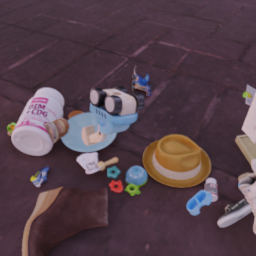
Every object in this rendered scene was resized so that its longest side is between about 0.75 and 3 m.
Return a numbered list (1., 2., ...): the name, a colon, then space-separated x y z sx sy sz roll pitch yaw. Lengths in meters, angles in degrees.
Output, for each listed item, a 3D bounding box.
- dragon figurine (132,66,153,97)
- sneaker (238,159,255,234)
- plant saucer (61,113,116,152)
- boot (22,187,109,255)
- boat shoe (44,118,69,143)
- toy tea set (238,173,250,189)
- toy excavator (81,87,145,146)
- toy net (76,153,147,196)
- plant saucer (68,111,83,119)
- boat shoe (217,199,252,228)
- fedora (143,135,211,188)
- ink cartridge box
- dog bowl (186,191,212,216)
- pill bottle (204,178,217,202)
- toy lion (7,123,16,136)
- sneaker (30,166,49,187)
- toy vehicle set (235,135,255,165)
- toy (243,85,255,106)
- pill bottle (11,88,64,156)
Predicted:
1. dragon figurine: 0.769 -2.463 14.941 1.098 0.650 2.208 1 45 2
2. sneaker: 3.261 1.700 7.027 1.002 2.311 0.866 8 27 18
3. plant saucer: -1.695 0.281 12.228 2.425 0.467 2.425 -1 44 1
4. boot: -1.857 3.075 8.866 2.430 1.057 2.921 -3 40 1
5. boat shoe: -1.791 0.042 7.199 0.545 0.574 1.517 -26 9 -19
6. toy tea set: 5.508 2.000 10.354 2.721 1.007 1.618 -23 19 -18
7. toy excavator: -0.700 -0.181 8.713 1.118 2.239 2.177 -11 28 -41
8. toy net: -0.729 1.774 10.679 2.813 0.543 1.476 13 48 15
9. plant saucer: -2.460 -0.573 13.345 0.777 0.145 0.777 -1 44 0
10. boat shoe: 3.554 2.883 9.515 1.543 0.546 0.491 -16 46 -26
11. fedora: 1.934 1.056 10.967 2.703 1.102 2.703 0 44 0
12. ink cartridge box: 4.360 -0.599 8.747 0.740 2.108 2.594 18 13 7
13. dog bowl: 1.839 1.934 7.303 0.756 0.187 0.422 -45 24 11
14. pill bottle: 3.015 2.250 10.191 0.450 0.450 0.776 9 45 9
15. toy lion: -4.939 0.088 12.188 0.828 0.794 0.284 19 47 19
16. sneaker: -3.319 1.847 10.701 0.388 0.432 1.051 -18 20 23
17. toy vehicle set: 5.956 0.809 11.780 2.356 0.312 1.464 -7 44 -7
18. toy: 4.740 -1.024 10.475 1.293 0.305 0.744 20 72 -31
19. pill bottle: -3.743 -0.356 12.053 1.615 1.615 2.849 2 43 2
